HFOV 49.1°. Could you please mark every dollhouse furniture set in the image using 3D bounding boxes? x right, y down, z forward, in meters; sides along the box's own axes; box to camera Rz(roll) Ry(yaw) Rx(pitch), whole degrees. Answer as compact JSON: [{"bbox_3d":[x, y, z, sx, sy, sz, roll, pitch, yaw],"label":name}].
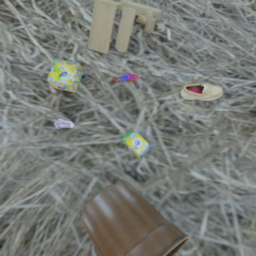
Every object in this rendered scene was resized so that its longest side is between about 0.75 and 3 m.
[{"bbox_3d":[-0.090,-4.711,13.324,2.499,2.141,2.628,20,31,9],"label":"dollhouse furniture set"}]

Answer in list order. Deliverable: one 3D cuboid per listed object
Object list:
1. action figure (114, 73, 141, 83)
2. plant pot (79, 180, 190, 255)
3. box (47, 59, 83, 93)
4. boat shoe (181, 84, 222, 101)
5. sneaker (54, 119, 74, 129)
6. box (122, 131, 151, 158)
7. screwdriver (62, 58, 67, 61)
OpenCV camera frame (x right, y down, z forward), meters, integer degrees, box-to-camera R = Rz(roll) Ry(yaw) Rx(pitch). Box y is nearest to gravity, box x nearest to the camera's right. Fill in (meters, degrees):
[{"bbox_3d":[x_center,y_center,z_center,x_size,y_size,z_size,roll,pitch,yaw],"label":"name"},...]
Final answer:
[{"bbox_3d":[-0.018,-2.200,12.208,1.151,0.297,0.377,-6,62,-6],"label":"action figure"},{"bbox_3d":[0.033,3.138,8.457,2.595,2.595,2.569,-35,62,-16],"label":"plant pot"},{"bbox_3d":[-2.657,-2.210,11.877,1.122,0.684,1.080,13,73,7],"label":"box"},{"bbox_3d":[3.118,-1.533,11.677,1.765,0.610,0.651,-5,64,-2],"label":"boat shoe"},{"bbox_3d":[-2.547,-0.070,11.083,0.773,0.280,0.440,14,39,17],"label":"sneaker"},{"bbox_3d":[0.307,0.591,10.839,0.629,0.259,1.071,-41,69,-18],"label":"box"},{"bbox_3d":[-2.750,-2.359,12.322,0.239,0.229,1.645,6,62,-30],"label":"screwdriver"}]
